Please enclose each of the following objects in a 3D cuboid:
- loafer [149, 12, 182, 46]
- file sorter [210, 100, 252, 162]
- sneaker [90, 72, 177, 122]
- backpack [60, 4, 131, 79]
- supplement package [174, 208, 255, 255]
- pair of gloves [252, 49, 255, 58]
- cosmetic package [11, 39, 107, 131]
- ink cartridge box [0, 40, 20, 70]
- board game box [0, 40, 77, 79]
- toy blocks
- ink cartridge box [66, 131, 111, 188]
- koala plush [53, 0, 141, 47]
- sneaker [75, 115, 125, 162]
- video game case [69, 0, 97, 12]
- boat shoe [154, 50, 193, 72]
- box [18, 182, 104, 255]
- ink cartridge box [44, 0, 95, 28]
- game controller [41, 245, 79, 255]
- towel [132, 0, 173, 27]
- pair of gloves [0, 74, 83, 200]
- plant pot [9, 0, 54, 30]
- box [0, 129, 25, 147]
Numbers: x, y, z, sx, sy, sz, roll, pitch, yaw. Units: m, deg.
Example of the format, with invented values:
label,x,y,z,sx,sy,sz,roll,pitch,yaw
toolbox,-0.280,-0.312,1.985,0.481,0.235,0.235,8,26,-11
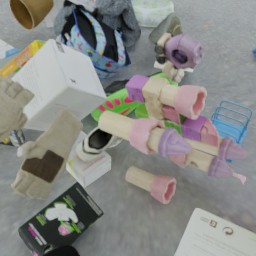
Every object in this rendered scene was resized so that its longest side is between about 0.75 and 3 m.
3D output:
label,x,y,z,sx,sy,sz,roll,pitch,yaw
loafer,1.465,-3.277,9.586,0.932,1.006,2.675,45,34,-11
file sorter,2.327,0.016,6.679,0.849,0.750,1.223,24,49,24
sneaker,0.155,-1.026,7.544,2.650,1.017,1.110,-19,43,-17
backpack,-0.952,-2.265,8.224,1.930,1.423,2.115,19,37,-37
supplement package,0.951,2.663,3.293,1.558,1.553,2.657,22,48,21
pair of gloves,5.388,-2.029,9.166,2.095,0.297,2.606,-1,43,-1
cosmetic package,-1.631,-0.872,6.485,1.594,1.315,1.314,-34,67,25
ink cartridge box,-4.322,-2.349,9.273,1.389,0.588,1.004,33,53,29
board game box,-2.563,-1.489,7.325,2.521,0.378,1.204,-18,-7,37
toy blocks,1.189,-0.023,5.166,2.118,2.351,2.516,19,60,30
ink cartridge box,-0.997,0.666,6.167,0.779,0.448,1.074,-33,56,-29
koala plush,-1.279,-3.741,9.830,2.984,2.742,2.646,-21,55,8
sneaker,-0.413,0.153,5.892,0.568,0.658,1.501,47,53,0
video game case,-1.389,-3.975,8.813,0.917,0.112,1.283,25,29,-7
boat shoe,1.395,-2.057,8.024,0.946,0.772,2.560,19,18,21
box,-1.147,1.640,4.748,1.167,0.867,0.725,-36,80,-32
ink cartridge box,-2.427,-5.254,11.611,2.114,1.544,1.551,-6,43,-3
game controller,-1.454,2.376,3.343,0.477,1.183,2.267,10,18,41
towel,0.994,-4.981,12.098,1.882,0.529,2.199,6,44,7
pair of gloves,-1.965,0.211,5.193,0.381,2.172,1.847,-2,61,46
plant pot,-3.378,-4.399,10.154,1.196,1.196,1.284,27,57,26
box,-2.987,-0.087,6.489,0.935,1.160,0.285,8,45,7
